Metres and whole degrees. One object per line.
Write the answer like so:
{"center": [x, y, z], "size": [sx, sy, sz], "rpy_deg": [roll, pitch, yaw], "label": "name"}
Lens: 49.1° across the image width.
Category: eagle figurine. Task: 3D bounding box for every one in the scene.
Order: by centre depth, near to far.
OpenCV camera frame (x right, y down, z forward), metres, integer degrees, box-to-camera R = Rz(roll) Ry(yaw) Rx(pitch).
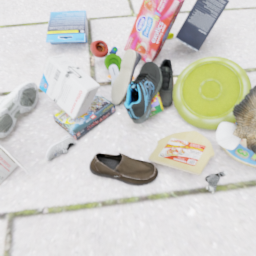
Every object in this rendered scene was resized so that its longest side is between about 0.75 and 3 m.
{"center": [4.074, -0.178, 8.306], "size": [2.038, 2.686, 2.027], "rpy_deg": [20, 83, -2], "label": "eagle figurine"}

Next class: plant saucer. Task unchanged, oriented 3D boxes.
{"center": [3.141, -1.407, 10.670], "size": [2.952, 0.459, 2.952], "rpy_deg": [-4, 78, 17], "label": "plant saucer"}

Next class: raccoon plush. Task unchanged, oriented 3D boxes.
{"center": [2.814, 1.748, 8.823], "size": [0.410, 0.846, 0.567], "rpy_deg": [-30, 94, -47], "label": "raccoon plush"}

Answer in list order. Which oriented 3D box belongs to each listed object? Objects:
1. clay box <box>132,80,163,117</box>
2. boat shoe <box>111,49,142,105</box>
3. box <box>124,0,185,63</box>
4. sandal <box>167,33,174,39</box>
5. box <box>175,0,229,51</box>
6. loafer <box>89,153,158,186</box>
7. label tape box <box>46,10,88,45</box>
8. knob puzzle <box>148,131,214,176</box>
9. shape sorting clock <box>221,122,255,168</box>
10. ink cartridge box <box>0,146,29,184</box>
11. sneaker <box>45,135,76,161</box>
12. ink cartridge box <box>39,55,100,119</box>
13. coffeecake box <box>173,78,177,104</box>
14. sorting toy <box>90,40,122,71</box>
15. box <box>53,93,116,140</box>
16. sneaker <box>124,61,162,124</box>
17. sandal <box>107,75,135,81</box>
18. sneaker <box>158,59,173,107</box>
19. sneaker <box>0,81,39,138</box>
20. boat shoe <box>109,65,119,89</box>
{"center": [0.586, -1.358, 11.418], "size": [1.245, 0.516, 2.168], "rpy_deg": [-24, 51, 17], "label": "clay box"}
{"center": [-0.014, -1.999, 11.422], "size": [0.831, 2.288, 0.718], "rpy_deg": [33, 21, 37], "label": "boat shoe"}
{"center": [1.122, -4.544, 12.435], "size": [1.465, 2.938, 1.403], "rpy_deg": [31, 35, 5], "label": "box"}
{"center": [1.835, -4.830, 14.612], "size": [1.058, 0.421, 0.461], "rpy_deg": [-8, 46, -16], "label": "sandal"}
{"center": [3.327, -4.905, 12.886], "size": [1.268, 2.430, 1.798], "rpy_deg": [31, 20, 1], "label": "box"}
{"center": [-0.142, 1.322, 9.314], "size": [2.358, 0.841, 0.861], "rpy_deg": [6, 51, -1], "label": "loafer"}
{"center": [-3.076, -4.928, 14.374], "size": [1.923, 0.887, 2.684], "rpy_deg": [-4, 54, -3], "label": "label tape box"}
{"center": [2.025, 0.804, 9.992], "size": [2.336, 0.324, 2.336], "rpy_deg": [-6, 33, 4], "label": "knob puzzle"}
{"center": [4.714, 0.320, 10.357], "size": [2.750, 0.540, 2.750], "rpy_deg": [0, 51, 0], "label": "shape sorting clock"}
{"center": [-4.847, 0.798, 9.146], "size": [2.996, 1.755, 1.009], "rpy_deg": [29, 65, 21], "label": "ink cartridge box"}
{"center": [-2.421, 0.760, 10.062], "size": [0.514, 0.468, 1.253], "rpy_deg": [31, 57, 22], "label": "sneaker"}
{"center": [-2.210, -1.530, 10.400], "size": [1.971, 1.439, 0.831], "rpy_deg": [41, 36, 11], "label": "ink cartridge box"}
{"center": [2.655, -1.544, 11.824], "size": [1.494, 0.546, 1.147], "rpy_deg": [2, 50, 0], "label": "coffeecake box"}
{"center": [-0.989, -3.279, 13.037], "size": [1.081, 0.739, 1.799], "rpy_deg": [-41, 94, -23], "label": "sorting toy"}
{"center": [-1.711, -0.571, 11.139], "size": [1.412, 0.390, 2.068], "rpy_deg": [36, 60, 28], "label": "box"}
{"center": [0.563, -1.519, 10.435], "size": [0.977, 1.093, 2.669], "rpy_deg": [-2, 61, 30], "label": "sneaker"}
{"center": [-0.329, -2.311, 12.558], "size": [1.278, 0.366, 0.490], "rpy_deg": [5, 45, 3], "label": "sandal"}
{"center": [1.492, -1.934, 11.811], "size": [0.927, 1.107, 2.440], "rpy_deg": [4, 52, -3], "label": "sneaker"}
{"center": [-4.718, -0.911, 10.970], "size": [1.417, 1.111, 2.852], "rpy_deg": [10, 47, 26], "label": "sneaker"}
{"center": [-0.432, -1.996, 12.192], "size": [0.560, 0.551, 1.552], "rpy_deg": [-14, 74, 17], "label": "boat shoe"}
